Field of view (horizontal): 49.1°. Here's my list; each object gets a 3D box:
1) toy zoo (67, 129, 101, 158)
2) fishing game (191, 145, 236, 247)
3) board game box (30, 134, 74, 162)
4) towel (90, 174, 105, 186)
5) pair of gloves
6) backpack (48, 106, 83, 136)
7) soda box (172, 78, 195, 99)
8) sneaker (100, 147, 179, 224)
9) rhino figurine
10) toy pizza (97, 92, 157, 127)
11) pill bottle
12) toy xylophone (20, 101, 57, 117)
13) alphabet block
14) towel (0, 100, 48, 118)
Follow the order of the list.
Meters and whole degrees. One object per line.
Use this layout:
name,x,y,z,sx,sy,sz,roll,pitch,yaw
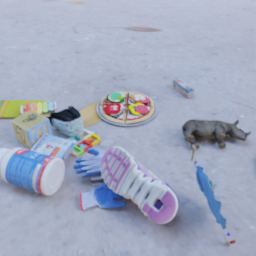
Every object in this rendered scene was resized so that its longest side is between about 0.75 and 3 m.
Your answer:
toy zoo,-1.773,0.524,10.971,0.977,0.152,1.489,28,46,31
fishing game,2.335,1.852,7.674,0.409,1.884,2.631,-20,62,2
board game box,-2.838,0.893,10.193,1.266,0.361,1.293,14,48,18
towel,-0.948,1.499,9.538,0.753,0.389,0.910,-7,39,-7
pair of gloves,-0.795,1.570,9.078,1.839,0.261,2.288,-12,55,-8
backpack,-2.385,-0.253,11.289,1.179,0.894,1.413,-33,34,-30
soda box,2.736,-1.974,13.910,0.417,0.448,1.311,-17,41,-21
sneaker,0.380,1.669,8.389,2.902,1.167,1.283,37,8,30
rhino figurine,3.429,0.151,10.912,2.813,0.841,1.230,-1,38,-4
toy pizza,-0.056,-1.020,12.702,2.746,0.435,2.746,0,38,0
pill bottle,-3.277,1.329,9.061,2.175,1.220,1.220,12,40,15
toy xylophone,-3.909,-0.851,12.253,1.566,0.393,1.147,-14,44,-18
alphabet block,-3.721,0.062,10.890,1.027,1.004,1.009,25,43,29
towel,-5.100,-0.813,12.650,2.857,0.258,1.229,0,43,-2
